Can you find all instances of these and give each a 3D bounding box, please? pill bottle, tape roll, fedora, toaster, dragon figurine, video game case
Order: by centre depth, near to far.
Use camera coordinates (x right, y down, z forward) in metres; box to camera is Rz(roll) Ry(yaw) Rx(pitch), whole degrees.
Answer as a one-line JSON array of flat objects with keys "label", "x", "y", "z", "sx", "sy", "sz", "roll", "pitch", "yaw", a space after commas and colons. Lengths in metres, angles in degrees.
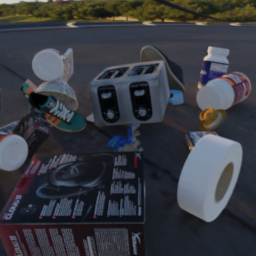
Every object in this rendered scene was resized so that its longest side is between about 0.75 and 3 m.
[{"label": "tape roll", "x": 1.696, "y": 1.013, "z": 5.711, "sx": 0.596, "sy": 1.704, "sz": 1.704, "roll": 20, "pitch": 32, "yaw": 36}, {"label": "pill bottle", "x": -2.899, "y": 0.428, "z": 6.002, "sx": 1.365, "sy": 0.748, "sz": 0.748, "roll": 9, "pitch": 27, "yaw": 27}, {"label": "dragon figurine", "x": -0.215, "y": 0.563, "z": 7.750, "sx": 1.829, "sy": 0.538, "sz": 0.909, "roll": -38, "pitch": 35, "yaw": -17}, {"label": "fedora", "x": 2.710, "y": -0.357, "z": 9.309, "sx": 1.095, "sy": 0.447, "sz": 1.095, "roll": -39, "pitch": 18, "yaw": 15}, {"label": "toaster", "x": 0.198, "y": -1.215, "z": 9.520, "sx": 2.319, "sy": 1.522, "sz": 2.564, "roll": -2, "pitch": 26, "yaw": 17}, {"label": "pill bottle", "x": -2.866, "y": -2.350, "z": 10.267, "sx": 1.048, "sy": 1.048, "sz": 1.835, "roll": -5, "pitch": 18, "yaw": -9}, {"label": "pill bottle", "x": 3.803, "y": -1.402, "z": 11.156, "sx": 2.310, "sy": 1.265, "sz": 1.265, "roll": -23, "pitch": 34, "yaw": -40}, {"label": "video game case", "x": -2.932, "y": -2.425, "z": 12.455, "sx": 0.176, "sy": 1.395, "sz": 1.948, "roll": 17, "pitch": 50, "yaw": 6}, {"label": "pill bottle", "x": 3.885, "y": -2.621, "z": 12.647, "sx": 1.095, "sy": 1.892, "sz": 1.095, "roll": 9, "pitch": 14, "yaw": -2}]

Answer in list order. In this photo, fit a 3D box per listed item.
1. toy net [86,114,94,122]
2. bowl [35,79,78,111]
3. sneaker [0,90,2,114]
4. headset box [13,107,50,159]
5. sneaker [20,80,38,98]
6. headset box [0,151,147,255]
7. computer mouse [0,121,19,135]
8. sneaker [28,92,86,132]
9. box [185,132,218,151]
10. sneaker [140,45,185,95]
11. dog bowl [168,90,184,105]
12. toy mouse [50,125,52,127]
[{"label": "toy net", "x": -0.524, "y": -0.802, "z": 10.773, "sx": 2.425, "sy": 0.468, "sz": 1.272, "roll": -14, "pitch": 33, "yaw": -27}, {"label": "bowl", "x": -2.636, "y": -1.277, "z": 10.342, "sx": 1.675, "sy": 1.675, "sz": 0.786, "roll": 2, "pitch": 67, "yaw": 5}, {"label": "sneaker", "x": -4.021, "y": -0.174, "z": 6.799, "sx": 1.481, "sy": 2.787, "sz": 1.042, "roll": 20, "pitch": 15, "yaw": 27}, {"label": "headset box", "x": -2.738, "y": 0.162, "z": 7.904, "sx": 0.503, "sy": 0.969, "sz": 1.303, "roll": 33, "pitch": 16, "yaw": -37}, {"label": "sneaker", "x": -4.153, "y": -1.451, "z": 12.180, "sx": 0.646, "sy": 0.577, "sz": 1.616, "roll": -47, "pitch": 54, "yaw": 0}, {"label": "headset box", "x": -0.992, "y": 1.408, "z": 5.384, "sx": 2.665, "sy": 1.029, "sz": 1.983, "roll": -3, "pitch": 29, "yaw": 4}, {"label": "computer mouse", "x": -3.746, "y": 0.299, "z": 8.584, "sx": 1.023, "sy": 0.409, "sz": 1.866, "roll": 37, "pitch": 39, "yaw": 26}, {"label": "sneaker", "x": -2.404, "y": -0.537, "z": 9.255, "sx": 2.119, "sy": 0.846, "sz": 0.756, "roll": 22, "pitch": 64, "yaw": 8}, {"label": "box", "x": 2.308, "y": 0.642, "z": 7.978, "sx": 0.951, "sy": 0.300, "sz": 1.727, "roll": -1, "pitch": 28, "yaw": -4}, {"label": "sneaker", "x": 1.497, "y": -2.668, "z": 12.195, "sx": 1.032, "sy": 2.760, "sz": 1.466, "roll": -23, "pitch": 36, "yaw": 30}, {"label": "dog bowl", "x": 1.467, "y": -1.301, "z": 11.770, "sx": 1.760, "sy": 0.436, "sz": 0.981, "roll": 0, "pitch": 19, "yaw": -3}, {"label": "toy mouse", "x": -2.481, "y": -0.465, "z": 10.402, "sx": 1.066, "sy": 0.232, "sz": 1.199, "roll": -12, "pitch": 28, "yaw": -23}]
